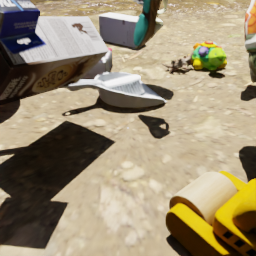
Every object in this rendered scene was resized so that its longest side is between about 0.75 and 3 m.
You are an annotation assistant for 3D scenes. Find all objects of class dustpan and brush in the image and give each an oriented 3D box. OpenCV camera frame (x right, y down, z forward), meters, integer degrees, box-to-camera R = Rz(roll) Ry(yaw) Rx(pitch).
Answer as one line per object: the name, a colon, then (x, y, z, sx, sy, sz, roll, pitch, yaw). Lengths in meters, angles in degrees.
dustpan and brush: (-0.546, -1.173, 8.057, 2.872, 0.822, 2.004, -15, 37, -21)

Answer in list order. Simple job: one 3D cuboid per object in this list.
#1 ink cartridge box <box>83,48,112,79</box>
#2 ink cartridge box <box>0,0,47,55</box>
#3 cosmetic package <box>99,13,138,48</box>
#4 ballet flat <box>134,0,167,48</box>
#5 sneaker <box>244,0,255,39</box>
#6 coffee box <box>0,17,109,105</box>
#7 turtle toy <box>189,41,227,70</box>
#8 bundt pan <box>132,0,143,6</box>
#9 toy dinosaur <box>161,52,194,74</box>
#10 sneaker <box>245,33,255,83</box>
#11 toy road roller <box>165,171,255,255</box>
ink cartridge box: (-1.195, -2.338, 9.963, 1.097, 0.637, 1.487, 3, 33, 4)
ink cartridge box: (-1.858, -1.813, 3.690, 1.832, 0.359, 0.911, 46, 26, -10)
cosmetic package: (-0.274, -4.432, 12.624, 2.071, 1.169, 0.840, 19, 38, 28)
ballet flat: (0.564, -2.616, 6.427, 0.616, 1.702, 0.577, -11, 50, -20)
sneaker: (3.745, -3.186, 7.930, 0.740, 1.918, 0.700, 16, -7, 26)
coffee box: (-1.738, -1.357, 5.500, 2.439, 1.379, 0.974, -30, 88, -50)
turtle toy: (2.966, -2.632, 10.177, 1.265, 0.877, 1.735, -6, 34, -9)
bundt pan: (0.673, -4.069, 7.923, 1.346, 1.346, 0.505, 25, 10, 33)
toy dinosaur: (1.819, -2.312, 10.105, 1.199, 0.515, 0.813, -9, 21, 15)
sneaker: (2.552, -1.031, 4.714, 0.967, 1.114, 2.514, 4, 17, 14)
toy road roller: (1.692, 1.185, 3.845, 1.351, 1.605, 2.199, -26, 42, -33)
